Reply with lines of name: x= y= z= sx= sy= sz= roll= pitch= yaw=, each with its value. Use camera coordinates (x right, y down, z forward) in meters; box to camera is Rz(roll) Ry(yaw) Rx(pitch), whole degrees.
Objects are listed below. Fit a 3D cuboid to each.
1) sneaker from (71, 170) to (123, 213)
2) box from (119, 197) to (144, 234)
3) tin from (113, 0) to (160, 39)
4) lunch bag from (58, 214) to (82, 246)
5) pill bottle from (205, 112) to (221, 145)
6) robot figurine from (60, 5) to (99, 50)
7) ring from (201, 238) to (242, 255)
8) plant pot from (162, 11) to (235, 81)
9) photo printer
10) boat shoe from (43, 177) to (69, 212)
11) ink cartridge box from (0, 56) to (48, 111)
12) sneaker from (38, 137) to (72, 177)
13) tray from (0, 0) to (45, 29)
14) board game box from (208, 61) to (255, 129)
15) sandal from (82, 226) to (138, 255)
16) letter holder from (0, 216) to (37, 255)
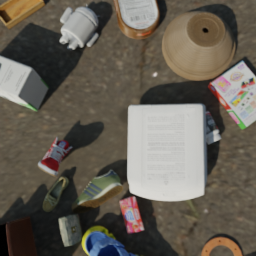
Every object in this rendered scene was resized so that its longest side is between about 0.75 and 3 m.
sneaker: x=-1.013 y=1.953 z=8.767 sx=1.757 sy=0.589 sz=0.789 roll=-30 pitch=47 yaw=9
box: x=0.100 y=2.670 z=8.601 sx=0.509 sy=0.487 sz=1.021 roll=-15 pitch=78 yaw=-3
tin: x=0.278 y=-4.573 z=10.174 sx=1.532 sy=0.573 sz=2.736 roll=-11 pitch=78 yaw=-7
lunch bag: x=-1.714 y=3.007 z=8.283 sx=0.573 sy=0.974 sz=0.799 roll=-13 pitch=77 yaw=-2
pill bottle: x=2.605 y=0.008 z=9.148 sx=0.551 sy=0.551 sz=0.968 roll=-24 pitch=79 yaw=-5
robot figurine: x=-1.672 y=-3.475 z=9.702 sx=1.388 sy=0.924 sz=1.636 roll=41 pitch=78 yaw=-32
ring: x=2.838 y=3.987 z=8.515 sx=1.248 sy=0.120 sz=1.248 roll=0 pitch=77 yaw=-1
plant pot: x=2.481 y=-2.995 z=9.486 sx=2.556 sy=1.180 sz=2.556 roll=0 pitch=79 yaw=-1
photo printer: x=1.171 y=0.743 z=8.581 sx=2.406 sy=1.004 sz=2.892 roll=-1 pitch=82 yaw=9
boat shoe: x=-2.302 y=2.071 z=8.790 sx=0.436 sy=0.376 sz=1.195 roll=34 pitch=80 yaw=7
ink cartridge box: x=-4.002 y=-1.569 z=8.895 sx=2.368 sy=1.728 sz=0.995 roll=22 pitch=80 yaw=6
sneaker: x=-2.143 y=0.822 z=8.362 sx=0.615 sy=1.725 sz=0.970 roll=37 pitch=85 yaw=-15
tray: x=-3.956 y=-4.391 z=10.237 sx=1.615 sy=0.299 sz=0.797 roll=-38 pitch=81 yaw=-7
board game box: x=3.863 y=-1.115 z=9.475 sx=1.433 sy=0.378 sz=1.873 roll=-34 pitch=80 yaw=-7
sandal: x=-0.123 y=3.966 z=7.950 sx=2.895 sy=1.260 sz=1.151 roll=30 pitch=78 yaw=4
letter holder: x=-3.340 y=3.846 z=7.748 sx=1.176 sy=1.662 sz=2.338 roll=-15 pitch=79 yaw=-3
